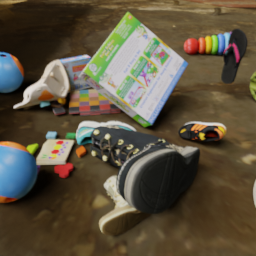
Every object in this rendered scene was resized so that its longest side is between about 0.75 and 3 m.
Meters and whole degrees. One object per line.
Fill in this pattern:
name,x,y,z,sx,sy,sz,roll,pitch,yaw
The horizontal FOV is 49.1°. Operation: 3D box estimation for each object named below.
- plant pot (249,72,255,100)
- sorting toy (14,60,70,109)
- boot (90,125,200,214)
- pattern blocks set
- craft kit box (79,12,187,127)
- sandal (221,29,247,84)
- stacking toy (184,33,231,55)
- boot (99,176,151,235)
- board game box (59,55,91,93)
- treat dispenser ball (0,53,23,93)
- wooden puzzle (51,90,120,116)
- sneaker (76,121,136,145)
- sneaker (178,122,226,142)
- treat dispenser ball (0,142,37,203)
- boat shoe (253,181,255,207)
plant pot,5.330,-1.674,9.330,2.148,2.262,2.262,-29,40,-20
sorting toy,-2.951,-1.198,9.351,1.706,1.012,1.895,-19,32,15
boot,-0.003,0.644,5.639,2.291,1.095,3.034,15,8,28
pattern blocks set,-1.850,0.621,7.127,1.517,0.140,1.726,7,32,11
craft kit box,0.237,-1.672,8.102,2.419,2.389,0.587,-57,16,-20
sandal,3.366,-2.286,9.082,0.397,1.759,0.661,-7,24,-36
stacking toy,4.303,-4.238,14.260,2.867,1.224,1.224,-1,31,8
boot,-0.193,1.433,5.459,1.354,0.488,1.047,-16,35,-37
board game box,-1.953,-1.997,10.427,1.202,1.177,0.336,-19,36,-29
treat dispenser ball,-4.585,-2.003,10.247,1.436,1.436,1.436,0,31,0
wooden puzzle,-1.188,-0.906,9.580,2.766,0.194,1.640,-5,31,-7
sneaker,-0.581,0.242,7.497,1.628,0.631,0.649,-1,51,6
sneaker,1.860,0.128,7.291,1.266,0.443,0.569,-2,17,30
treat dispenser ball,-2.480,0.896,5.679,1.214,1.214,1.214,0,31,0
boat shoe,3.104,1.721,5.007,0.805,0.932,2.566,39,19,-19
